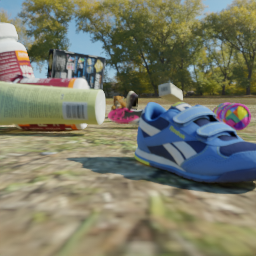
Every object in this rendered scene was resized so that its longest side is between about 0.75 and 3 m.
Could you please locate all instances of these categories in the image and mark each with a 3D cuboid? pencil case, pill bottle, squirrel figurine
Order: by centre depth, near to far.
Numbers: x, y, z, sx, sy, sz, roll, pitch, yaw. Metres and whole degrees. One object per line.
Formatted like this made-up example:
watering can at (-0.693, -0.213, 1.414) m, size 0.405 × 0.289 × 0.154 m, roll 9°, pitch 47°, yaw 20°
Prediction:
pill bottle at (-2.196, -0.604, 7.067) m, size 2.255 × 1.288 × 1.288 m, roll 0°, pitch 6°, yaw 4°
pencil case at (2.644, -0.309, 7.299) m, size 0.700 × 0.700 × 1.584 m, roll 1°, pitch 3°, yaw 7°
pill bottle at (-4.004, -1.949, 9.356) m, size 1.470 × 2.684 × 1.470 m, roll -15°, pitch 8°, yaw 2°
squirrel figurine at (-0.427, -0.888, 11.818) m, size 0.694 × 0.916 × 0.981 m, roll 1°, pitch 6°, yaw 15°

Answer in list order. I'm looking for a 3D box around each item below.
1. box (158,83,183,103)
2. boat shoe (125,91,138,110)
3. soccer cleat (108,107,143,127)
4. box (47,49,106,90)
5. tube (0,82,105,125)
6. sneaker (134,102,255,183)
box at (1.770, -1.429, 11.566) m, size 0.559 × 0.465 × 1.361 m, roll -9°, pitch -11°, yaw 27°
boat shoe at (0.153, -0.750, 9.524) m, size 0.382 × 1.063 × 0.345 m, roll -33°, pitch 53°, yaw -32°
soccer cleat at (0.197, -0.215, 7.440) m, size 1.436 × 0.502 × 0.620 m, roll -2°, pitch -39°, yaw 10°
box at (-1.730, -1.321, 9.112) m, size 1.759 × 2.213 × 0.509 m, roll 0°, pitch 16°, yaw -33°
tube at (-1.945, -0.511, 6.094) m, size 2.869 × 0.745 × 0.832 m, roll 2°, pitch 41°, yaw 10°
sneaker at (0.684, 0.103, 2.856) m, size 0.647 × 0.720 × 1.751 m, roll -2°, pitch 7°, yaw -39°
